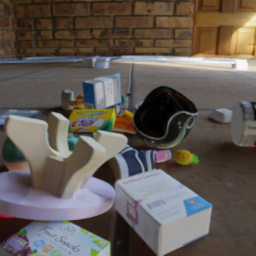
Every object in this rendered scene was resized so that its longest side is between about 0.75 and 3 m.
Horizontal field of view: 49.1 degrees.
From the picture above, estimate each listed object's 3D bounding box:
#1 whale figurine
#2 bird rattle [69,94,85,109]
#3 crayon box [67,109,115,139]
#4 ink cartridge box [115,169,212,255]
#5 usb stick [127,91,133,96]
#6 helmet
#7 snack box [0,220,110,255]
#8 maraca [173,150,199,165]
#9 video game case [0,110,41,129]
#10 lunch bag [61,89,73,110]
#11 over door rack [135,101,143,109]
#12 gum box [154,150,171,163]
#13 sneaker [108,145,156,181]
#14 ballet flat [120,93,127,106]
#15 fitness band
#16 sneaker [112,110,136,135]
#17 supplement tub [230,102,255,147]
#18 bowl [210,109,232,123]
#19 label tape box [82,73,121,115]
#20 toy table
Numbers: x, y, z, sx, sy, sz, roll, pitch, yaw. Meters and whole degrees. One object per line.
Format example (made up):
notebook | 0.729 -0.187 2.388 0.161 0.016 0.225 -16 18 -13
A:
whale figurine | -2.499 0.504 8.198 2.240 1.162 1.782 -10 15 -9
bird rattle | -2.067 -1.474 14.223 1.905 1.316 2.336 -14 21 -28
crayon box | -1.447 -0.125 10.583 1.701 0.496 1.468 0 38 10
ink cartridge box | 0.639 1.628 5.813 1.246 0.730 1.724 -10 23 -28
usb stick | 0.129 -2.229 18.156 0.236 0.139 0.850 5 20 14
helmet | 1.192 -0.232 9.502 1.999 1.906 1.999 27 29 -16
snack box | -1.254 2.134 4.809 1.575 0.417 1.120 12 22 32
maraca | 1.751 0.902 8.500 0.780 0.417 0.534 9 35 -5
video game case | -5.227 -0.418 12.702 1.626 0.216 2.276 3 20 9
lunch bag | -3.192 -1.496 14.762 0.656 0.916 1.116 -2 17 -19
over door rack | 1.386 -1.314 14.563 1.700 0.566 1.256 -14 10 27
gum box | 0.907 0.865 8.271 0.453 0.264 0.799 -6 -13 -15
sneaker | 0.073 0.791 8.164 1.205 0.778 2.221 -7 25 -12
ballet flat | -1.093 -1.664 15.475 2.486 0.894 0.894 9 21 22
fitness band | -2.879 1.520 6.682 1.864 0.349 1.339 10 21 21
sneaker | 0.145 -0.239 11.194 2.216 0.855 0.809 6 18 11
supplement tub | 4.983 -0.099 9.620 2.558 1.567 1.567 2 19 6
bowl | 4.459 -0.606 12.984 1.055 0.394 1.053 -9 20 -21
label tape box | -0.897 -1.455 13.033 0.790 1.799 2.495 15 28 37
toy table | -1.373 0.751 5.853 2.808 1.644 2.581 7 13 -45
